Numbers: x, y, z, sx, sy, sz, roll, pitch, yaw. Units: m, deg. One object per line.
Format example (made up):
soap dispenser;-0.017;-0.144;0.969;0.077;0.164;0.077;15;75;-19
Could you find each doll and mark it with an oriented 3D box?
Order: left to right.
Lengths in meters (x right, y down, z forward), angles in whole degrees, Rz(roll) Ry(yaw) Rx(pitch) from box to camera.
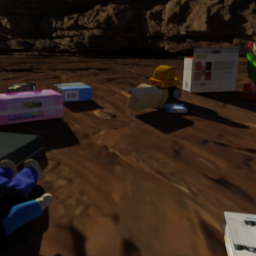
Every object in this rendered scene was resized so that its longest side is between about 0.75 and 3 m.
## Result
doll;-1.946;1.165;4.308;1.596;0.567;2.339;-1;17;-2

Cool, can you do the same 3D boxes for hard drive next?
hard drive;-3.230;0.633;6.260;1.656;0.390;2.373;4;18;13

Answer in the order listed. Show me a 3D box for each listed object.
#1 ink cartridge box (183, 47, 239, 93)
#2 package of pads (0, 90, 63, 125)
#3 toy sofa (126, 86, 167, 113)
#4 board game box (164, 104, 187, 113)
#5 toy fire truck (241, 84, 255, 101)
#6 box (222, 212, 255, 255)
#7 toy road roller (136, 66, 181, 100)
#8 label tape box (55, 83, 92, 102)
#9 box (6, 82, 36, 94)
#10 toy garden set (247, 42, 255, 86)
ink cartridge box;4.421;-3.153;15.033;2.630;2.309;1.103;-3;18;-12
package of pads;-3.618;-0.746;9.740;2.422;0.916;1.459;-11;20;-30
toy sofa;0.682;-1.137;11.004;1.586;0.657;0.774;-14;46;-39
board game box;1.860;-0.773;11.074;0.775;0.169;0.778;0;17;-4
toy fire truck;5.855;-1.679;13.164;0.986;0.341;1.398;-30;30;-24
box;1.587;1.526;3.600;0.592;0.305;1.015;4;18;11
toy road roller;1.426;-2.060;12.910;2.063;1.506;1.268;-11;21;-30
label tape box;-2.661;-1.734;13.386;1.372;0.633;1.914;-8;17;-26
box;-4.418;-1.381;11.773;1.004;0.840;1.352;-9;18;-9
toy garden set;5.871;-2.626;11.979;0.553;2.312;2.773;-14;37;9
